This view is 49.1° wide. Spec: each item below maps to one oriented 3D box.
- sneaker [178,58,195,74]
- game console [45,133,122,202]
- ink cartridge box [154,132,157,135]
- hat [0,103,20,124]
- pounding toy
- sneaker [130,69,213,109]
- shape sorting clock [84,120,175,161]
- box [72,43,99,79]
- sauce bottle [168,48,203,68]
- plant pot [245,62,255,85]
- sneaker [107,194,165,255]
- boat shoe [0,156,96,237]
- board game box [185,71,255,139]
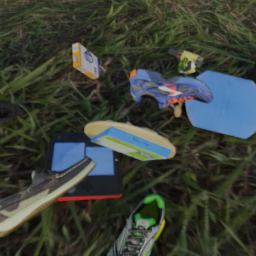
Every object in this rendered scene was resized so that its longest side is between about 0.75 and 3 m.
[{"bbox_3d":[1.873,-1.905,8.620,0.453,0.447,1.186,7,10,-3],"label":"sneaker"},{"bbox_3d":[-1.436,1.124,9.019,2.360,0.414,2.668,-4,44,-3],"label":"game console"},{"bbox_3d":[0.574,0.469,9.746,0.620,0.350,0.846,20,47,20],"label":"ink cartridge box"},{"bbox_3d":[-4.731,-0.457,10.650,1.214,0.490,1.214,5,45,-6],"label":"hat"},{"bbox_3d":[2.182,-1.439,11.206,1.135,1.132,1.979,15,45,15],"label":"pounding toy"},{"bbox_3d":[1.329,-1.079,8.975,2.717,1.023,1.066,11,83,8],"label":"sneaker"},{"bbox_3d":[0.046,0.385,8.064,2.665,2.665,0.523,13,75,14],"label":"shape sorting clock"},{"bbox_3d":[-1.524,-2.405,10.359,0.304,1.464,0.872,-11,75,20],"label":"box"},{"bbox_3d":[2.800,-3.501,13.804,1.770,0.573,0.573,32,52,28],"label":"sauce bottle"},{"bbox_3d":[6.241,-2.327,12.064,1.445,1.448,1.285,-21,60,-21],"label":"plant pot"},{"bbox_3d":[0.128,2.722,6.784,1.050,1.146,2.691,17,46,17],"label":"sneaker"},{"bbox_3d":[-1.949,1.356,6.442,2.620,0.936,0.861,-36,88,-21],"label":"boat shoe"},{"bbox_3d":[3.553,-0.839,10.544,2.871,0.559,2.268,14,77,3],"label":"board game box"}]
